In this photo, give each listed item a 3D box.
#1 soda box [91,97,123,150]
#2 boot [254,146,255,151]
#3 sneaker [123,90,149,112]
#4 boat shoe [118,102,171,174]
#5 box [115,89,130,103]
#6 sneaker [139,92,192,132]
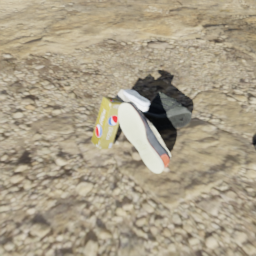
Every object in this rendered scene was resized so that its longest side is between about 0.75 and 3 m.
[{"bbox_3d":[-0.750,-0.164,10.052,0.588,1.836,0.622,0,29,-38],"label":"soda box"},{"bbox_3d":[5.240,1.136,9.797,1.460,0.505,1.271,12,41,10],"label":"boot"},{"bbox_3d":[0.216,-0.859,8.885,0.411,0.399,1.126,-15,40,-35],"label":"sneaker"},{"bbox_3d":[0.567,0.230,9.029,0.910,2.558,0.800,-20,15,47],"label":"boat shoe"},{"bbox_3d":[-0.006,-0.658,10.194,0.601,0.500,1.462,13,50,-33],"label":"box"},{"bbox_3d":[0.983,-0.631,11.509,2.859,1.093,1.638,-10,38,-14],"label":"sneaker"}]
